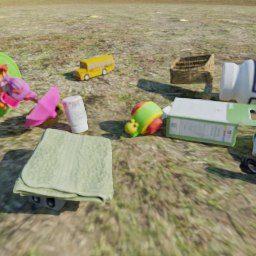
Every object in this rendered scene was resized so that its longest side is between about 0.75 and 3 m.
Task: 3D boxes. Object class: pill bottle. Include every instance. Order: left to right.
[{"bbox_3d":[-1.551,-0.400,8.305,0.574,1.012,0.574,-11,18,4],"label":"pill bottle"},{"bbox_3d":[4.725,-1.506,9.750,2.823,1.634,1.634,7,30,13],"label":"pill bottle"}]

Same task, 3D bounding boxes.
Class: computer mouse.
[{"bbox_3d":[3.609,0.521,7.123,1.317,0.527,2.403,19,33,16],"label":"computer mouse"}]

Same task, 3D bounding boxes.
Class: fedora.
[{"bbox_3d":[-2.588,-0.411,8.991,1.120,0.457,1.120,-1,29,1],"label":"fedora"}]

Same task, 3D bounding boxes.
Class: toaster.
[{"bbox_3d":[-1.572,1.238,5.968,0.792,0.519,0.875,12,31,18],"label":"toaster"}]

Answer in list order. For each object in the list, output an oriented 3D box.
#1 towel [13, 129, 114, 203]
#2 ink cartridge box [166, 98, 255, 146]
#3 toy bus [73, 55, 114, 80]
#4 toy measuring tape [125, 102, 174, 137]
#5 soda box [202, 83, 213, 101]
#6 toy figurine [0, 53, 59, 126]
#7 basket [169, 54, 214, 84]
[{"bbox_3d":[-1.181,0.710,5.946,1.805,0.444,2.433,8,23,-6],"label":"towel"},{"bbox_3d":[2.518,-0.187,8.169,2.591,0.768,1.345,8,29,17],"label":"ink cartridge box"},{"bbox_3d":[-1.583,-2.797,12.951,1.959,0.767,0.638,-26,38,-38],"label":"toy bus"},{"bbox_3d":[0.896,-0.487,8.560,0.977,0.977,2.655,24,37,36],"label":"toy measuring tape"},{"bbox_3d":[2.913,-1.311,10.271,0.260,0.275,0.813,11,43,16],"label":"soda box"},{"bbox_3d":[-3.281,-1.123,7.930,2.675,2.907,2.182,18,69,26],"label":"toy figurine"},{"bbox_3d":[2.437,-2.314,10.942,1.584,1.180,1.131,5,9,36],"label":"basket"}]
